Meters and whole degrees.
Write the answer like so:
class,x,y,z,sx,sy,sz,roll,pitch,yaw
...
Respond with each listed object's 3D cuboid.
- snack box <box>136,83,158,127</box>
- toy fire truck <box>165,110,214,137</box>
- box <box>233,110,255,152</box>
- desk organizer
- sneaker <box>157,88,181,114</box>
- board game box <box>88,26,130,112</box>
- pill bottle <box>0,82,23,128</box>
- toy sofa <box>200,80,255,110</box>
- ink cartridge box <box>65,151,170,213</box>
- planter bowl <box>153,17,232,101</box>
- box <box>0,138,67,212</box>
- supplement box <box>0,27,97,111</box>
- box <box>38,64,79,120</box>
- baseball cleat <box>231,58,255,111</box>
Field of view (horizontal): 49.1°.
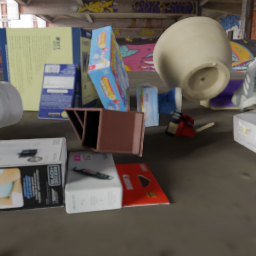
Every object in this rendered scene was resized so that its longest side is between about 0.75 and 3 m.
class,x,y,z,sx,sy,sz,roll,pitch,yaw
snack box,0.547,-0.718,8.325,0.447,1.113,1.320,-5,13,-4
toy fire truck,1.549,-0.071,7.028,1.019,0.656,0.897,21,22,9
box,3.319,0.146,4.755,1.884,0.575,2.379,-15,23,-12
desk organizer,-0.576,0.008,5.267,0.794,0.740,2.062,5,1,-29
sneaker,1.160,-0.851,9.084,1.006,0.694,1.808,2,-6,3
board game box,-0.464,-1.457,7.773,0.540,1.891,1.931,-11,48,10
pill bottle,-3.638,-0.359,6.117,1.405,1.405,2.457,7,16,27
toy sofa,4.215,-1.336,10.912,2.551,1.057,1.245,-1,13,-6
ink cartridge box,-0.226,0.707,4.220,1.334,0.335,1.537,-3,14,-9
planter bowl,2.306,-2.024,9.315,2.641,2.641,1.778,-2,48,-9
box,-1.929,0.627,3.904,2.078,0.625,1.212,-2,14,-11
supplement box,-2.847,-2.192,10.536,2.907,2.910,1.954,2,14,8
box,-2.277,-1.175,9.153,1.129,1.864,0.302,3,-12,8
baseball cleat,4.270,-1.396,9.549,0.648,1.858,0.989,-13,49,-25
